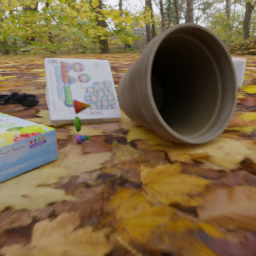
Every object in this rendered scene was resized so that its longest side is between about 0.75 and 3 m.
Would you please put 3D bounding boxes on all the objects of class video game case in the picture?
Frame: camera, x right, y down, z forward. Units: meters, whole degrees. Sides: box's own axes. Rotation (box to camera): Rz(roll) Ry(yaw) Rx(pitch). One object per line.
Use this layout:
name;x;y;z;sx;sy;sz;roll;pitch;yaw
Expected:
video game case;-1.507;-1.266;9.152;2.197;0.286;2.414;-3;62;-20

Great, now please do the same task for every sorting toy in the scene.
sorting toy;-1.170;-0.195;7.327;0.410;1.192;0.413;-7;-20;1

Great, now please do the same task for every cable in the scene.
cable;-4.596;-1.160;10.503;1.846;0.575;2.262;11;10;18

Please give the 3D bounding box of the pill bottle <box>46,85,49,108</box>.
pill bottle;-1.903;-1.215;10.280;2.009;1.148;1.148;-8;20;-28

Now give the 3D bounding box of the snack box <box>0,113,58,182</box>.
snack box;-3.002;0.375;6.019;2.281;0.772;1.924;12;22;36

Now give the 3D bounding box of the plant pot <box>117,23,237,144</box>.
plant pot;1.053;-1.058;7.799;2.941;2.941;2.552;-11;5;-29

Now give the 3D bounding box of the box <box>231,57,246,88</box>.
box;5.607;-3.314;16.269;2.085;1.456;2.738;8;19;22
